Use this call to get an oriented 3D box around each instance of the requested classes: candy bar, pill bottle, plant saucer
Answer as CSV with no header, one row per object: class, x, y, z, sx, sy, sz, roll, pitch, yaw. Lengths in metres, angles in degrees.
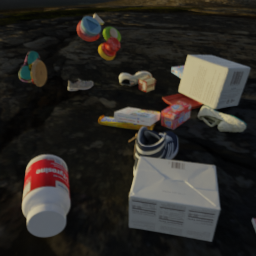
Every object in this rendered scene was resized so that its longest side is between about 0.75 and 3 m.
candy bar,-0.102,-0.183,11.845,2.442,0.271,0.609,9,30,13
pill bottle,-2.198,1.784,7.576,1.203,1.203,2.142,-7,32,-12
plant saucer,2.640,-1.217,13.592,1.477,0.272,1.480,-15,34,-23

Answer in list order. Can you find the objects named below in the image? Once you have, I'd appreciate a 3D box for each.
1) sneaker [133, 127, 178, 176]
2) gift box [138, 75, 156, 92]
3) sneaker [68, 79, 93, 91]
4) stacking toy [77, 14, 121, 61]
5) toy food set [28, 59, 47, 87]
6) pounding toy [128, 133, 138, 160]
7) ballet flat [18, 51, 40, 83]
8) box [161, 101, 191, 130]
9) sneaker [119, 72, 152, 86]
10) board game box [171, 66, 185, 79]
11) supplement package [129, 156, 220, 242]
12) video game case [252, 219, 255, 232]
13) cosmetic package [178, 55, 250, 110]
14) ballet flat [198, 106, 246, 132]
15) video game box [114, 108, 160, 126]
sneaker,1.062,0.451,9.526,0.979,1.515,2.792,15,34,24
gift box,1.050,-2.423,15.165,0.730,0.782,0.722,-24,43,-37
sneaker,-2.584,-2.401,15.273,1.443,0.592,0.539,-15,34,-24
stacking toy,-0.987,-4.032,11.643,1.962,0.829,1.776,38,52,-16
toy food set,-3.200,-1.962,9.997,0.239,0.970,0.980,3,22,13
pounding toy,0.276,0.713,10.135,0.552,0.551,0.963,4,50,7
ballet flat,-4.377,-2.531,12.386,0.740,0.762,2.141,17,44,-23
box,2.071,-0.559,12.058,0.652,0.706,1.377,23,39,35
sneaker,0.411,-2.645,15.731,1.894,0.717,0.871,-5,37,7
board game box,3.802,-3.293,16.995,1.568,0.379,2.073,-11,32,-17
supplement package,1.211,1.823,7.513,2.138,1.185,1.665,7,32,9
video game case,3.940,2.720,7.068,1.327,0.116,0.949,2,31,3
cosmetic package,4.071,-2.271,13.419,1.944,1.932,2.323,-10,32,-37
ballet flat,3.807,-0.229,11.673,0.797,0.797,2.221,-19,33,-29
video game box,0.420,-0.494,11.789,1.538,0.395,1.688,8,13,19
